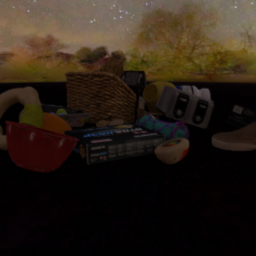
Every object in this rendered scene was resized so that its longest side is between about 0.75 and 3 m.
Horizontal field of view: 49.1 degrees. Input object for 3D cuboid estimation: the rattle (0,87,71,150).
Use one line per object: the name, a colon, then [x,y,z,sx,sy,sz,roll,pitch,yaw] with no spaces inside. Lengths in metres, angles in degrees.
rattle: [-3.312,0.103,7.888,2.709,1.764,1.935,-29,-13,10]

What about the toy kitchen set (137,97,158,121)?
toy kitchen set: [0.804,-0.756,10.890,0.842,0.761,0.933,6,-30,0]

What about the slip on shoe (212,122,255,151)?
slip on shoe: [3.606,0.104,7.484,2.645,0.801,1.006,-2,13,23]

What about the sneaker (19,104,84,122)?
sneaker: [-2.656,-0.430,10.194,1.265,0.891,2.381,7,12,33]

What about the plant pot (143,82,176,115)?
plant pot: [1.269,-1.406,12.265,1.529,1.529,1.086,10,-3,38]

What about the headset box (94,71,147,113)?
headset box: [-0.474,-1.726,13.476,2.720,1.051,2.025,2,-31,12]

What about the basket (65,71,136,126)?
basket: [-1.037,-1.286,11.478,2.739,2.041,1.955,8,13,40]

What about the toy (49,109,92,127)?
toy: [-2.272,-0.365,9.695,1.807,0.427,1.040,-1,-27,-33]

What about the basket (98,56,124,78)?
basket: [-1.013,-2.426,11.972,1.078,1.446,1.032,29,-22,18]

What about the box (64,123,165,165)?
box: [-0.400,0.349,7.459,2.186,0.503,1.737,-6,14,-28]

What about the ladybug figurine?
ladybug figurine: [1.053,0.543,6.565,0.788,0.417,1.160,-13,6,26]

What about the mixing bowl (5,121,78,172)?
mixing bowl: [-1.871,0.437,5.835,1.503,0.814,1.503,15,-3,1]

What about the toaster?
toaster: [2.035,-0.792,10.400,1.659,1.088,1.834,17,10,-12]

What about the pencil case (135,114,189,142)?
pencil case: [0.963,0.069,8.159,0.711,0.772,1.671,3,10,-35]

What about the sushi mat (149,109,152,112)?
sushi mat: [2.440,-0.917,14.253,2.797,0.169,1.338,1,12,6]

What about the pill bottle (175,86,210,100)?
pill bottle: [2.488,-1.260,12.981,2.375,1.374,1.374,1,12,3]

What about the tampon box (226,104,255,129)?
tampon box: [3.911,-0.358,9.600,0.785,0.661,1.047,26,13,22]

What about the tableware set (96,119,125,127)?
tableware set: [-0.773,0.008,9.146,1.043,0.145,1.249,5,31,29]
